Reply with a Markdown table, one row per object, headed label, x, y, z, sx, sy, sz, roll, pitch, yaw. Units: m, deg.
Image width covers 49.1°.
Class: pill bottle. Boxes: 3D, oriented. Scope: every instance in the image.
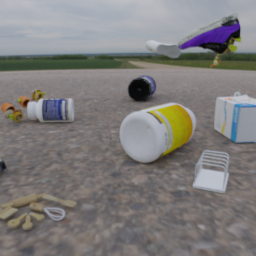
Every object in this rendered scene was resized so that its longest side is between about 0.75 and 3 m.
| label | x | y | z | sx | sy | sz | roll | pitch | yaw |
| --- | --- | --- | --- | --- | --- | --- | --- | --- | --- |
| pill bottle | 1.068 | 0.041 | 8.642 | 1.458 | 1.458 | 2.669 | 11 | 18 | 36 |
| pill bottle | -3.390 | -0.766 | 12.359 | 1.877 | 1.043 | 1.043 | -1 | 15 | -5 |
| pill bottle | 1.006 | -2.633 | 18.326 | 1.507 | 1.507 | 2.694 | 4 | 16 | 15 |

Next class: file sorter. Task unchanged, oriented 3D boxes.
| label | x | y | z | sx | sy | sz | roll | pitch | yaw |
| --- | --- | --- | --- | --- | --- | --- | --- | --- | --- |
| file sorter | 2.022 | 1.003 | 6.721 | 0.707 | 0.634 | 1.018 | 7 | 16 | 23 |

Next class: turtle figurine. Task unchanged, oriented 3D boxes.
| label | x | y | z | sx | sy | sz | roll | pitch | yaw |
| --- | --- | --- | --- | --- | --- | --- | --- | --- | --- |
| turtle figurine | 3.600 | -2.987 | 10.305 | 0.502 | 1.557 | 1.256 | 41 | -10 | -8 |

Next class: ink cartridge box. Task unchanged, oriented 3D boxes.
| label | x | y | z | sx | sy | sz | roll | pitch | yaw |
| --- | --- | --- | --- | --- | --- | --- | --- | --- | --- |
| ink cartridge box | 4.200 | -0.361 | 10.320 | 1.356 | 1.333 | 1.842 | -2 | 15 | -8 |

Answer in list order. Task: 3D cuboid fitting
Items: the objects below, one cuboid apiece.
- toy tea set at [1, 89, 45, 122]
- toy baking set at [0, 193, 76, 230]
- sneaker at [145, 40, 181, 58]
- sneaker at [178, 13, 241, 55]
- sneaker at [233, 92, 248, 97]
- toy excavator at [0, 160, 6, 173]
| label | x | y | z | sx | sy | sz | roll | pitch | yaw |
| --- | --- | --- | --- | --- | --- | --- | --- | --- | --- |
| toy tea set | -4.478 | -0.783 | 12.418 | 0.824 | 1.324 | 2.227 | 34 | 42 | 22 |
| toy baking set | -1.791 | 1.607 | 5.467 | 1.410 | 0.164 | 1.082 | -12 | 22 | -36 |
| sneaker | 1.850 | -4.294 | 15.024 | 2.000 | 0.737 | 1.156 | 0 | 27 | -42 |
| sneaker | 2.159 | -2.245 | 7.228 | 1.691 | 0.841 | 0.588 | -24 | 17 | 2 |
| sneaker | 5.790 | -1.149 | 14.024 | 0.892 | 0.939 | 2.334 | 1 | 17 | -5 |
| toy excavator | -4.161 | 1.007 | 6.516 | 1.941 | 0.970 | 1.888 | -13 | 14 | 1 |
